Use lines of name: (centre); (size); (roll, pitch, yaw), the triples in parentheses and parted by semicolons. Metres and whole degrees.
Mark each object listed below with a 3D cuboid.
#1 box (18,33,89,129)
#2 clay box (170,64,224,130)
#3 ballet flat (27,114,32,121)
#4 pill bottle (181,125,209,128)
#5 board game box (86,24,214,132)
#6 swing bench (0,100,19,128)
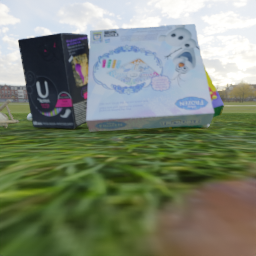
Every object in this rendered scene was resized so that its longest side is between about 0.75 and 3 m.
box: (-1.858, -1.283, 7.681); (1.457, 2.384, 1.264); (0, 15, 25)
clay box: (1.375, -1.230, 7.338); (1.344, 2.339, 0.557); (-17, -27, 0)
ballet flat: (-4.337, -0.551, 12.929); (0.528, 0.528, 1.520); (-1, 5, -8)
pill bottle: (1.746, -0.345, 8.127); (1.178, 0.653, 0.653); (1, 4, 23)
board game box: (0.418, -1.279, 6.738); (2.727, 2.714, 0.591); (-3, -30, 2)
swing bench: (-2.952, -0.192, 5.763); (0.898, 0.583, 0.893); (-23, -2, 9)
